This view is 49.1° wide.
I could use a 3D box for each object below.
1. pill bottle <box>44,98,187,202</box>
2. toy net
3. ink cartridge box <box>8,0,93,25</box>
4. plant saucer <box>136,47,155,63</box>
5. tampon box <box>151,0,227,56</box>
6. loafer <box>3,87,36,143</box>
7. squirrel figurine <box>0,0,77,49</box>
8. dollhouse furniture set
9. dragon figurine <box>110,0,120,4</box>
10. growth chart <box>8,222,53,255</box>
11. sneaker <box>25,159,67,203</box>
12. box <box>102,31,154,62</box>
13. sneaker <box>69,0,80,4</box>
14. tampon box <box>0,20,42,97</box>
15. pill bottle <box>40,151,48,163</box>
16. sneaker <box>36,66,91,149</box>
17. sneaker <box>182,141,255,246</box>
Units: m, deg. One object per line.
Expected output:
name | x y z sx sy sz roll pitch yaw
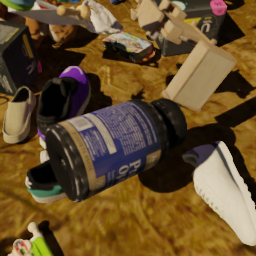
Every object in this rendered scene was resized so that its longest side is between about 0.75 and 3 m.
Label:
pill bottle | -0.132 0.234 4.830 2.277 1.273 1.273 -21 54 -28
toy net | -1.087 -2.194 4.894 2.144 0.414 1.125 21 50 -24
ink cartridge box | -1.792 -2.893 6.923 1.778 0.507 1.445 8 8 31
plant saucer | 0.437 -2.481 9.399 0.967 0.181 0.967 -6 45 6
tampon box | 1.822 -4.048 9.758 1.954 1.646 2.608 -11 53 -8
loafer | -2.995 -0.405 7.592 0.684 0.617 1.808 -1 52 -1
squirrel figurine | -2.968 -3.910 9.632 2.441 1.851 2.615 3 55 -6
dollhouse furniture set | 0.768 -1.845 6.059 1.467 1.253 2.830 13 36 -29
dragon figurine | -0.291 -6.032 11.913 1.121 0.664 2.255 34 60 24
growth chart | -2.355 3.411 4.895 2.950 0.262 2.135 -36 61 -24
sneaker | -1.040 0.861 6.339 2.519 1.006 0.899 -24 60 -17
box | -0.022 -2.799 9.471 0.892 0.281 1.620 -37 51 -23
sneaker | -0.647 -1.993 3.857 0.344 0.383 0.930 -1 9 -22
tampon box | -4.001 -2.136 8.263 2.216 1.660 1.399 15 54 11
pill bottle | -1.673 0.699 6.844 0.838 0.459 0.459 -8 53 -6
sneaker | -1.692 -0.913 7.482 0.984 1.408 2.831 6 53 5
sneaker | 2.001 1.403 6.124 0.980 0.930 2.434 -13 46 -1
